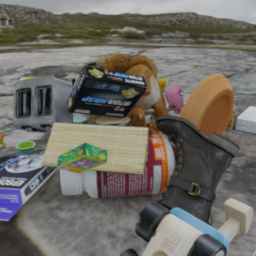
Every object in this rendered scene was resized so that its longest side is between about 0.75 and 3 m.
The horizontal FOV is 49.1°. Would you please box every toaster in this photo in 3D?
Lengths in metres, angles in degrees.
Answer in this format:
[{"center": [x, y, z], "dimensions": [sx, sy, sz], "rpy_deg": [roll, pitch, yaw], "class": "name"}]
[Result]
[{"center": [-2.347, -0.677, 7.930], "dimensions": [1.485, 1.642, 0.974], "rpy_deg": [-3, -6, 21], "class": "toaster"}]

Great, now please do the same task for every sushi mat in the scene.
[{"center": [-0.705, 0.426, 6.244], "dimensions": [2.295, 0.139, 1.098], "rpy_deg": [3, 61, 7], "class": "sushi mat"}]

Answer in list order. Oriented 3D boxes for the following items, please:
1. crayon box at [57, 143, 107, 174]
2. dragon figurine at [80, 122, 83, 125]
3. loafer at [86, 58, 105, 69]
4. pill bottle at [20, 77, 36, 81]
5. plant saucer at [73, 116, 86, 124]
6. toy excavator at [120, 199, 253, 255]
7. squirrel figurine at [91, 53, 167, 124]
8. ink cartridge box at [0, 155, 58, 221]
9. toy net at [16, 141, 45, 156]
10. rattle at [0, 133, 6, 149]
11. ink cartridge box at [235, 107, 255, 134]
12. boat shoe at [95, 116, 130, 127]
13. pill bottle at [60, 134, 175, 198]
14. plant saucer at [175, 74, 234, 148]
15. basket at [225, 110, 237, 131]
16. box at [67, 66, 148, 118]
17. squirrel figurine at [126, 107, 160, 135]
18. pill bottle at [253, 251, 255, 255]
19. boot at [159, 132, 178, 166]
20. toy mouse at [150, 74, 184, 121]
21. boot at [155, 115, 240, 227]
[{"center": [-0.780, 0.531, 4.720], "dimensions": [0.471, 0.231, 0.793], "rpy_deg": [24, -37, -39], "class": "crayon box"}, {"center": [-0.719, 0.291, 8.648], "dimensions": [1.645, 0.818, 0.484], "rpy_deg": [9, 56, -7], "class": "dragon figurine"}, {"center": [-1.072, -2.585, 11.385], "dimensions": [1.483, 0.500, 0.564], "rpy_deg": [-23, 38, 17], "class": "loafer"}, {"center": [-3.517, -1.630, 10.491], "dimensions": [0.983, 0.537, 0.537], "rpy_deg": [-1, 22, 11], "class": "pill bottle"}, {"center": [-2.153, -0.311, 11.833], "dimensions": [0.774, 0.149, 0.774], "rpy_deg": [0, 21, 0], "class": "plant saucer"}, {"center": [1.177, 2.049, 4.708], "dimensions": [1.235, 2.473, 2.405], "rpy_deg": [22, 74, 40], "class": "toy excavator"}, {"center": [-0.225, -1.358, 10.219], "dimensions": [2.626, 1.991, 2.814], "rpy_deg": [-17, 56, 25], "class": "squirrel figurine"}, {"center": [-2.958, 1.316, 6.708], "dimensions": [1.965, 0.430, 1.984], "rpy_deg": [-4, 26, 24], "class": "ink cartridge box"}, {"center": [-2.541, 0.733, 8.939], "dimensions": [1.944, 0.375, 1.020], "rpy_deg": [-5, 22, -13], "class": "toy net"}, {"center": [-4.587, 0.420, 9.555], "dimensions": [0.756, 0.540, 0.492], "rpy_deg": [16, 44, 22], "class": "rattle"}, {"center": [5.680, -0.189, 11.023], "dimensions": [2.332, 0.665, 1.896], "rpy_deg": [11, 24, 36], "class": "ink cartridge box"}, {"center": [-0.439, -0.084, 8.126], "dimensions": [0.512, 0.461, 1.423], "rpy_deg": [20, 15, 27], "class": "boat shoe"}, {"center": [-0.286, 0.939, 6.923], "dimensions": [2.611, 1.491, 1.491], "rpy_deg": [-3, 22, -7], "class": "pill bottle"}, {"center": [2.357, -0.250, 8.247], "dimensions": [0.492, 2.626, 2.626], "rpy_deg": [29, 35, 36], "class": "plant saucer"}, {"center": [3.719, -0.500, 11.328], "dimensions": [1.223, 0.873, 0.911], "rpy_deg": [14, 27, 30], "class": "basket"}, {"center": [-0.571, -0.880, 7.402], "dimensions": [1.753, 1.393, 0.403], "rpy_deg": [4, 53, -31], "class": "box"}, {"center": [0.518, 0.044, 9.192], "dimensions": [1.522, 1.420, 1.077], "rpy_deg": [7, 24, 12], "class": "squirrel figurine"}, {"center": [1.538, 2.470, 2.872], "dimensions": [1.672, 1.672, 2.887], "rpy_deg": [18, 29, 38], "class": "pill bottle"}, {"center": [1.332, 0.682, 7.889], "dimensions": [1.062, 1.276, 0.462], "rpy_deg": [13, 15, 31], "class": "boot"}, {"center": [1.359, -0.807, 10.526], "dimensions": [0.517, 2.376, 2.674], "rpy_deg": [-8, -20, -31], "class": "toy mouse"}, {"center": [1.149, 0.877, 6.188], "dimensions": [2.244, 1.953, 0.777], "rpy_deg": [25, -8, 35], "class": "boot"}]
